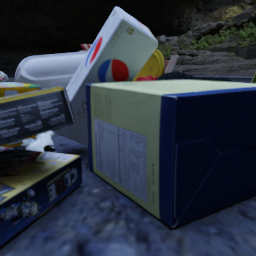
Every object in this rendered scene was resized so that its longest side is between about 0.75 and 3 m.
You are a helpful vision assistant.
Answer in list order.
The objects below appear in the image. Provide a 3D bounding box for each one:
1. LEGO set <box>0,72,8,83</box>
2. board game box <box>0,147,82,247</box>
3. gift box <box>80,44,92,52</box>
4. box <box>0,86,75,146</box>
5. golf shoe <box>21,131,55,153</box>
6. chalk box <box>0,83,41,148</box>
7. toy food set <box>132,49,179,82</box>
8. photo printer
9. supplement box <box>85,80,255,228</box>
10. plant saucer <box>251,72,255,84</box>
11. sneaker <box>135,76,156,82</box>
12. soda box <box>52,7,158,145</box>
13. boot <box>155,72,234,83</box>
[{"bbox_3d":[-3.974,-1.007,7.866,1.433,0.534,0.659,-37,47,-24],"label":"LEGO set"},{"bbox_3d":[-1.954,0.829,3.217,1.783,0.455,2.632,4,14,20],"label":"board game box"},{"bbox_3d":[-1.049,-2.554,13.331,2.904,2.680,2.712,-1,13,-30],"label":"gift box"},{"bbox_3d":[-1.972,0.067,3.405,2.143,0.529,1.711,-19,4,-33],"label":"box"},{"bbox_3d":[-1.696,0.368,5.697,0.538,0.434,1.108,19,21,5],"label":"golf shoe"},{"bbox_3d":[-3.099,-0.385,6.693,1.331,1.341,2.148,-10,15,-40],"label":"chalk box"},{"bbox_3d":[0.748,-1.870,9.120,0.736,1.325,2.253,8,15,-47],"label":"toy food set"},{"bbox_3d":[-2.178,-1.499,9.115,2.785,0.967,2.317,-10,-15,-20],"label":"photo printer"},{"bbox_3d":[0.777,0.063,4.309,2.196,1.474,2.194,-8,15,-32],"label":"supplement box"},{"bbox_3d":[3.974,-1.202,7.165,0.579,2.417,2.413,13,26,-1],"label":"plant saucer"},{"bbox_3d":[0.472,-0.692,7.681,0.973,1.434,2.483,-2,14,-15],"label":"sneaker"},{"bbox_3d":[-0.533,-0.903,5.334,0.800,2.512,0.856,25,27,-26],"label":"soda box"},{"bbox_3d":[1.856,-0.577,6.626,2.191,0.811,1.795,10,-11,41],"label":"boot"}]
